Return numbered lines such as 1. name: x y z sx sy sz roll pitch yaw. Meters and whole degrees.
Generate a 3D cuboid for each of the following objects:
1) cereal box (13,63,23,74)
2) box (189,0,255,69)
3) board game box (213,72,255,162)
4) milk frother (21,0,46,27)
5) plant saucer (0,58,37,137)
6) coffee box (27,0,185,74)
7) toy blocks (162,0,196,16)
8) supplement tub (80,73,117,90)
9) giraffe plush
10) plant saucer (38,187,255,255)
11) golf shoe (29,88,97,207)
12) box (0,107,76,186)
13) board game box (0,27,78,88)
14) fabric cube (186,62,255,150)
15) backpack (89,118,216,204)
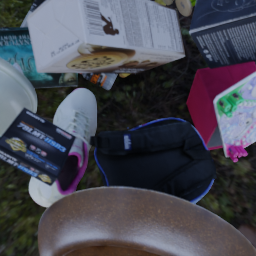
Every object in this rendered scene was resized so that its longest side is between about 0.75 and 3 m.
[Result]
1. cereal box: -2.675 -1.149 6.412 0.564 0.155 0.784 -43 41 0
2. box: 2.303 -2.248 5.118 1.810 1.141 1.842 -3 59 39
3. board game box: 2.594 -0.375 5.019 2.042 2.041 0.264 -32 51 2
4. milk frother: -2.287 -3.032 8.996 2.006 1.811 1.887 31 101 -17
5. plant saucer: -3.047 -0.314 4.694 2.885 2.885 0.724 -4 62 -2
6. coffee box: -0.262 -1.539 4.791 2.358 1.333 0.941 -10 90 -46
7. toy blocks: 1.611 -3.267 6.395 1.456 0.529 1.213 -34 54 -8
8. supplement tub: -0.703 -1.280 6.571 0.817 0.501 0.501 26 63 -6
9. giraffe plush: 0.217 -3.198 8.652 2.250 2.394 2.774 -37 76 -27
10. plant saucer: 0.140 1.907 3.465 2.891 2.891 0.464 12 36 7
11. golf shoe: -1.050 0.275 5.575 0.983 1.194 2.609 25 64 -25
12. box: -1.155 0.215 3.566 0.816 0.203 0.810 33 37 -14
13. board game box: -2.850 -1.990 8.114 2.612 1.767 0.368 -4 34 -1
14. fabric cube: 2.643 -0.548 7.393 1.603 1.573 1.598 -9 60 -5
15. backpack: 0.502 0.710 4.644 1.713 1.386 1.799 -24 77 8
